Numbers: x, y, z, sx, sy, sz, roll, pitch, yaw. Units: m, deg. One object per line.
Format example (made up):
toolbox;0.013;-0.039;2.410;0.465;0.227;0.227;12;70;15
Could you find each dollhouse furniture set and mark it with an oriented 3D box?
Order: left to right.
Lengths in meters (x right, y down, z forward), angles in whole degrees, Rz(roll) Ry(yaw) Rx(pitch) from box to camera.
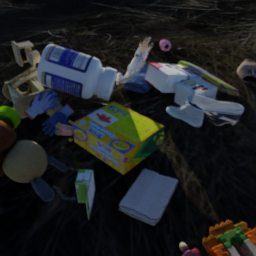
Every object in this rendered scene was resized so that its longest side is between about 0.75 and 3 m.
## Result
dollhouse furniture set;-3.987;-1.740;11.054;1.596;2.538;2.870;-22;41;-26

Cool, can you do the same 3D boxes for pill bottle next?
pill bottle;-2.026;-2.176;11.528;2.912;1.743;1.743;18;37;-1

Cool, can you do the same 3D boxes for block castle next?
block castle;2.065;2.759;5.824;2.287;1.528;1.073;-14;44;-17

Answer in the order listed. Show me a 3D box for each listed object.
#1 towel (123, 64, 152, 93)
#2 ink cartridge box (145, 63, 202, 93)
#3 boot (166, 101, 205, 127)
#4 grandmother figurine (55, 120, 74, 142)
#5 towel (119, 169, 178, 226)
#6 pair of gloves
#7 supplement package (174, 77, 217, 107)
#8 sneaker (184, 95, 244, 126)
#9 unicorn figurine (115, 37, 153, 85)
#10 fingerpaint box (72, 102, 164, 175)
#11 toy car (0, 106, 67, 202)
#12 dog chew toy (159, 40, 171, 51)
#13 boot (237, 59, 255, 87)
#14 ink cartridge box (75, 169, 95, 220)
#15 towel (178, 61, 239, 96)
towel;0.761;-2.466;13.725;1.260;0.548;2.257;15;39;18
ink cartridge box;2.076;-2.275;12.793;2.076;0.875;1.503;-4;34;-32
boot;2.113;-0.666;10.275;1.549;0.740;0.570;30;32;35
grandmother figurine;-2.014;0.123;10.021;0.376;0.753;1.242;12;4;37
towel;0.607;1.893;8.003;1.168;0.304;1.762;17;39;21
pair of gloves;-2.936;-0.558;10.613;1.783;0.203;1.433;42;78;6
supplement package;2.863;-1.427;11.983;1.258;0.925;1.203;-21;41;-26
sneaker;3.211;-0.609;10.827;2.212;0.878;0.868;14;39;10
unicorn figurine;0.282;-2.826;12.366;0.911;1.693;2.466;45;61;0
fingerpaint box;-0.350;0.243;9.728;2.469;0.906;2.060;28;44;33
toy car;-3.248;1.079;8.347;2.707;2.135;2.223;28;40;-10
dog chew toy;2.249;-5.147;17.337;0.663;0.663;1.065;-5;31;-7
boot;6.761;-2.664;13.821;2.665;0.936;1.949;9;43;15
ink cartridge box;-1.210;1.808;7.674;0.422;0.824;1.114;2;36;3
towel;3.741;-2.307;12.947;1.940;0.308;2.702;4;31;-46
